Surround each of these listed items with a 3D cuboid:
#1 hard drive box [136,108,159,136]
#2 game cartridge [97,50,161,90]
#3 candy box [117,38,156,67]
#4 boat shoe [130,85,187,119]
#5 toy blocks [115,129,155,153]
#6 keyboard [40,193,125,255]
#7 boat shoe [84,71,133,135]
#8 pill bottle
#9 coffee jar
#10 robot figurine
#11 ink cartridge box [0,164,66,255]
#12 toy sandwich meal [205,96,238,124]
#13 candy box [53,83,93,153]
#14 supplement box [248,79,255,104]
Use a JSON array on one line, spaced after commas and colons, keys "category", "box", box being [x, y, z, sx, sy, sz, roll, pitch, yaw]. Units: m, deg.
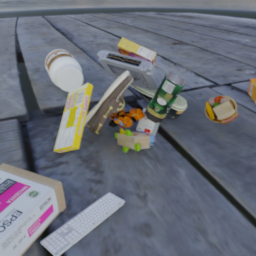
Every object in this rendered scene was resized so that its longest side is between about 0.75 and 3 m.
[{"category": "hard drive box", "box": [0.758, -0.197, 10.035, 0.666, 0.855, 0.328, 17, -3, 32]}, {"category": "game cartridge", "box": [0.079, -2.022, 10.053, 2.246, 1.495, 0.459, 22, 74, 28]}, {"category": "candy box", "box": [0.302, -2.475, 9.460, 1.283, 0.749, 0.362, 28, 79, 9]}, {"category": "boat shoe", "box": [1.060, -1.281, 11.340, 2.786, 0.867, 1.039, 34, 49, 20]}, {"category": "toy blocks", "box": [0.353, 0.385, 9.106, 1.015, 0.742, 1.484, -5, 8, -29]}, {"category": "keyboard", "box": [-0.994, 2.186, 6.598, 0.597, 0.113, 2.121, 24, 37, 36]}, {"category": "boat shoe", "box": [-0.603, -0.805, 9.582, 0.777, 2.611, 0.938, 40, 26, -7]}, {"category": "pill bottle", "box": [-3.177, -2.840, 13.983, 1.578, 1.578, 2.760, -11, 32, -19]}, {"category": "coffee jar", "box": [1.153, -0.934, 9.027, 0.679, 1.591, 0.830, 30, 33, 2]}, {"category": "robot figurine", "box": [-0.115, -0.383, 9.921, 1.103, 0.443, 1.521, -32, 21, -23]}, {"category": "ink cartridge box", "box": [-2.875, 1.938, 6.255, 1.929, 0.879, 2.341, 11, 30, 21]}, {"category": "toy sandwich meal", "box": [3.301, -0.689, 9.990, 1.234, 0.423, 1.234, -10, 62, 20]}, {"category": "candy box", "box": [-1.733, -0.311, 8.910, 0.288, 2.183, 1.116, 26, -27, -36]}, {"category": "supplement box", "box": [5.987, -1.435, 12.341, 0.771, 0.797, 2.318, 1, 32, 6]}]
